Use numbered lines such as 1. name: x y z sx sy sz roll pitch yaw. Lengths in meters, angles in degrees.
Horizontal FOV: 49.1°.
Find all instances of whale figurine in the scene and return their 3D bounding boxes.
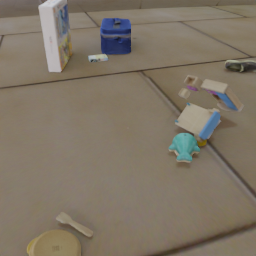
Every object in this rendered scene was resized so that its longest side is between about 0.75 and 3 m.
1. whale figurine: 1.539 0.517 7.640 0.843 0.550 1.059 4 28 10

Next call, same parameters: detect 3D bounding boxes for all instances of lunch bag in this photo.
1. lunch bag: -0.662 -4.971 14.828 1.620 1.577 2.384 -3 34 -4

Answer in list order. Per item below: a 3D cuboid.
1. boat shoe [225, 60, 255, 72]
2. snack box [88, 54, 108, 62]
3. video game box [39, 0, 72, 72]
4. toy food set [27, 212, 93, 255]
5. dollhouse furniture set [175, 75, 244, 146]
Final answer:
1. boat shoe: 5.085 -2.708 12.517 1.478 0.528 0.486 9 46 13
2. snack box: -1.492 -3.451 13.864 0.872 0.162 0.507 -9 35 -13
3. video game box: -3.224 -4.353 12.836 0.659 2.814 2.563 3 35 3
4. toy food set: -1.397 2.353 5.310 1.011 0.294 1.465 24 35 20
5. dollhouse furniture set: 2.297 -0.418 8.750 1.864 1.216 1.760 -57 39 -2
